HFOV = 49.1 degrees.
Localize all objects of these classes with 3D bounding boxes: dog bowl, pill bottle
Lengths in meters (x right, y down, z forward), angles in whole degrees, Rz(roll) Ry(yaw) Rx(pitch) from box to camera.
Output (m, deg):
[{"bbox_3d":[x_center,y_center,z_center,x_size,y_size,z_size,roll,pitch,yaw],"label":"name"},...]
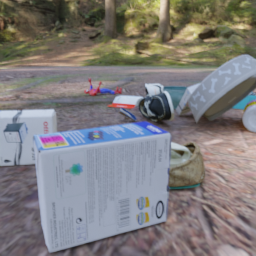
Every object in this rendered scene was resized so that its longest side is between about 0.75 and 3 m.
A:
[{"bbox_3d":[3.354,-1.301,9.683,2.927,2.927,0.858,-15,66,-44],"label":"dog bowl"},{"bbox_3d":[4.502,-0.471,9.768,0.928,0.928,1.779,6,17,22],"label":"pill bottle"}]

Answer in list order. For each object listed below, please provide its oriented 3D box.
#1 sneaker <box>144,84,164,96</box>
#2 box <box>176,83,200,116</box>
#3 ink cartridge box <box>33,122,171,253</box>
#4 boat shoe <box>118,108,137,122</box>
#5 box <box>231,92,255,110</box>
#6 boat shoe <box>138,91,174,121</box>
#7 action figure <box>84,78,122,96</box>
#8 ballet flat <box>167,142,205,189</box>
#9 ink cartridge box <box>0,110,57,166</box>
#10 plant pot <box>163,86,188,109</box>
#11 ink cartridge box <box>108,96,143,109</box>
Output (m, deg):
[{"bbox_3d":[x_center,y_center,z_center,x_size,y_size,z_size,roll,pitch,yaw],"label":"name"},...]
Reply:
[{"bbox_3d":[1.160,-1.613,12.402,0.782,0.721,1.955,-12,14,1],"label":"sneaker"},{"bbox_3d":[2.661,-1.183,10.946,1.270,0.335,1.629,-21,-23,-17],"label":"box"},{"bbox_3d":[-0.203,0.761,4.223,2.194,1.497,0.838,-6,18,-22],"label":"ink cartridge box"},{"bbox_3d":[-0.024,-0.452,10.554,0.750,0.272,0.271,36,29,-4],"label":"boat shoe"},{"bbox_3d":[5.474,-1.289,13.144,2.874,0.706,1.182,9,18,31],"label":"box"},{"bbox_3d":[0.973,-0.710,10.288,0.872,1.093,2.890,-13,1,-5],"label":"boat shoe"},{"bbox_3d":[-1.580,-2.530,17.004,2.317,1.147,0.756,-11,18,-26],"label":"action figure"},{"bbox_3d":[0.091,0.722,5.365,2.988,0.975,1.053,-6,16,-19],"label":"ballet flat"},{"bbox_3d":[-2.576,0.226,6.706,1.644,1.204,0.706,-2,16,-8],"label":"ink cartridge box"},{"bbox_3d":[2.228,-1.405,13.124,1.411,0.945,1.411,0,15,0],"label":"plant pot"},{"bbox_3d":[-0.142,-1.285,13.763,1.260,0.372,1.575,7,16,24],"label":"ink cartridge box"}]
